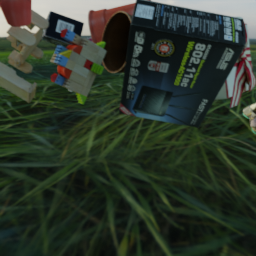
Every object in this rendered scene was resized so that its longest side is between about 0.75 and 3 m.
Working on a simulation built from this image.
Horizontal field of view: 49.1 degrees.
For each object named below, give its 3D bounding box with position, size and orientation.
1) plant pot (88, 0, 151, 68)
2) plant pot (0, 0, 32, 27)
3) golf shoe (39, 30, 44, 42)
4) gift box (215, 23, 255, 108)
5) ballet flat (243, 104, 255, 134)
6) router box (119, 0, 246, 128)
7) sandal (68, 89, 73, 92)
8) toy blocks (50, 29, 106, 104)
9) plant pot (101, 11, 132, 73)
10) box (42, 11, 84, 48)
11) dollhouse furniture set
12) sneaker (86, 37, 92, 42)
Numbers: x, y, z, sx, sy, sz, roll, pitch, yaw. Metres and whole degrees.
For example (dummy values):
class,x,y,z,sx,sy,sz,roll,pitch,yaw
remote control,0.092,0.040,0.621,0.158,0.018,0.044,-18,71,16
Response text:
class,x,y,z,sx,sy,sz,roll,pitch,yaw
plant pot,0.000,-3.881,11.358,2.441,2.510,2.510,-13,17,14
plant pot,-2.671,-2.867,6.695,0.808,0.715,0.808,3,42,-3
golf shoe,-3.659,-4.124,12.320,0.889,0.420,0.346,-25,3,21
gift box,2.173,-1.640,7.552,2.099,2.074,2.248,-2,17,42
ballet flat,4.716,-0.447,9.942,0.908,0.908,2.525,5,20,12
router box,0.937,-1.178,5.993,2.019,2.695,0.837,10,57,0
sandal,-2.170,-1.819,10.024,0.477,1.171,0.288,-24,-6,30
toy blocks,-1.289,-1.544,6.694,1.127,1.649,0.824,22,2,-40
plant pot,0.384,-2.431,8.482,1.830,1.711,1.711,-1,17,-35
box,-2.621,-3.782,11.057,1.301,0.938,1.752,13,7,-22
dollhouse furniture set,-2.925,-1.992,8.226,1.311,2.015,1.851,32,-23,-12
sneaker,-1.544,-3.477,11.381,0.439,0.476,1.079,37,-15,-16
